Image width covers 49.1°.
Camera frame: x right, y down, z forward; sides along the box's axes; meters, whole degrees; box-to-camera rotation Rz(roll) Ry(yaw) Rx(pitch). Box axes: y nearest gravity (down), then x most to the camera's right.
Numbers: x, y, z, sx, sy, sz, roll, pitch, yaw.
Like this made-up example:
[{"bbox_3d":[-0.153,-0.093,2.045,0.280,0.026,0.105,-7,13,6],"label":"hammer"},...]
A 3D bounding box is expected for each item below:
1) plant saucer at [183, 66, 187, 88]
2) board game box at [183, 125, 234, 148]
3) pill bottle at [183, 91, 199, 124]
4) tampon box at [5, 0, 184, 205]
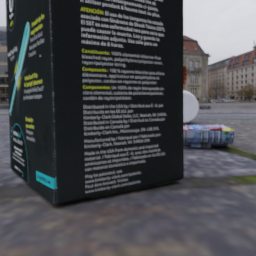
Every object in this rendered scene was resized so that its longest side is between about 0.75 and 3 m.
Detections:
[{"bbox_3d":[2.180,-2.065,11.756,0.180,1.113,1.113,17,13,31],"label":"plant saucer"},{"bbox_3d":[1.453,0.176,6.018,1.349,0.416,1.350,0,5,11],"label":"board game box"},{"bbox_3d":[2.388,-0.965,13.004,1.505,1.505,2.655,0,5,3],"label":"pill bottle"},{"bbox_3d":[-0.485,-0.623,3.384,1.537,2.434,1.824,-3,6,-33],"label":"tampon box"}]
